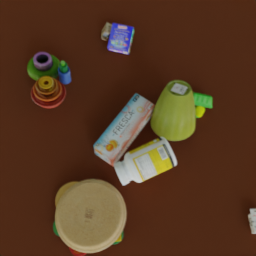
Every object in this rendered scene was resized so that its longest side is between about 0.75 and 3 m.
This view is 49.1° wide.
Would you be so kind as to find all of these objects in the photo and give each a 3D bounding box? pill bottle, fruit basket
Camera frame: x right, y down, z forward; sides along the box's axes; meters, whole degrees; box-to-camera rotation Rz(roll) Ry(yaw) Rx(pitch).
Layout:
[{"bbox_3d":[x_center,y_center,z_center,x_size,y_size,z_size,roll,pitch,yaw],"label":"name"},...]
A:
[{"bbox_3d":[0.600,1.271,10.280,2.118,1.186,1.186,-25,66,-1],"label":"pill bottle"},{"bbox_3d":[3.083,-0.944,12.024,1.046,0.755,1.046,3,107,9],"label":"fruit basket"}]

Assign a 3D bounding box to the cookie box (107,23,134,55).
[{"bbox_3d":[-0.350,-4.242,13.374,1.040,0.457,1.216,13,89,2],"label":"cookie box"}]

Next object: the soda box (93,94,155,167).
[{"bbox_3d":[-0.137,0.063,11.269,1.001,0.931,2.928,34,68,12],"label":"soda box"}]

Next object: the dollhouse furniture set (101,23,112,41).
[{"bbox_3d":[-0.818,-4.645,13.863,0.850,0.599,0.595,16,62,-23],"label":"dollhouse furniture set"}]

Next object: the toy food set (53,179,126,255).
[{"bbox_3d":[-1.366,3.118,9.965,2.603,0.633,2.576,-4,64,-2],"label":"toy food set"}]

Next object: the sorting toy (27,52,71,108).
[{"bbox_3d":[-3.342,-2.292,11.801,1.769,1.208,2.944,-12,65,-13],"label":"sorting toy"}]

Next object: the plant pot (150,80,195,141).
[{"bbox_3d":[1.854,-0.817,10.911,1.837,1.963,1.837,0,49,0],"label":"plant pot"}]

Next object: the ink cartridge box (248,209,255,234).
[{"bbox_3d":[4.626,3.346,10.052,0.470,0.275,0.811,-2,64,-1],"label":"ink cartridge box"}]
